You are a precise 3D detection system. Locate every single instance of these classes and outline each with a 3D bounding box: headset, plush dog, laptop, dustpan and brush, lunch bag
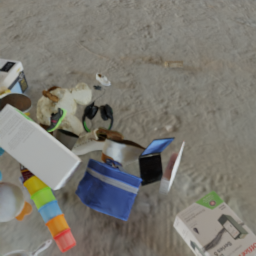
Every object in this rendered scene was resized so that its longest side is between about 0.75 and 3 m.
[{"bbox_3d":[-1.309,-0.700,12.039,1.359,2.201,1.034,5,3,6],"label":"headset"},{"bbox_3d":[-3.053,-0.792,11.681,2.297,2.146,2.675,-8,65,48],"label":"plush dog"},{"bbox_3d":[1.112,1.208,10.193,0.832,1.610,1.427,-9,-4,40],"label":"laptop"},{"bbox_3d":[-3.168,4.137,8.654,1.856,0.531,1.296,-27,52,-36],"label":"dustpan and brush"},{"bbox_3d":[-0.656,1.833,9.215,1.583,2.330,1.541,27,81,-21],"label":"lunch bag"}]

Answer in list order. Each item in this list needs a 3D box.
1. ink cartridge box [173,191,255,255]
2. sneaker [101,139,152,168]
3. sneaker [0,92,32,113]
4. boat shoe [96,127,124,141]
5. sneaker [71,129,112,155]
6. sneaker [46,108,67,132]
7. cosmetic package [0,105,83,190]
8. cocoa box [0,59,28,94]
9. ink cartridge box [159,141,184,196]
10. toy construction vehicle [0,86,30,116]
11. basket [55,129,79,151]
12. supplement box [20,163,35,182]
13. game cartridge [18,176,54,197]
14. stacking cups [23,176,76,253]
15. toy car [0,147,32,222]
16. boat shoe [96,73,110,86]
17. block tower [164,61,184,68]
[{"bbox_3d":[2.851,3.473,8.987,1.672,0.965,2.298,-26,53,-21],"label":"ink cartridge box"},{"bbox_3d":[-0.095,1.059,10.869,2.542,1.076,0.926,15,11,-46],"label":"sneaker"},{"bbox_3d":[-4.690,-0.759,10.218,0.979,0.842,2.312,-9,7,38],"label":"sneaker"},{"bbox_3d":[-0.638,0.283,9.714,1.004,0.361,0.341,15,46,16],"label":"boat shoe"},{"bbox_3d":[-1.668,0.460,11.688,2.409,1.020,0.877,-9,49,1],"label":"sneaker"},{"bbox_3d":[-2.359,-0.275,9.027,0.403,0.962,0.369,36,15,-13],"label":"sneaker"},{"bbox_3d":[-2.858,0.649,8.770,2.726,1.467,1.157,38,82,1],"label":"cosmetic package"},{"bbox_3d":[-6.263,-1.952,13.496,1.652,1.625,2.477,10,48,9],"label":"cocoa box"},{"bbox_3d":[1.574,1.377,10.109,0.355,1.416,1.632,16,35,15],"label":"ink cartridge box"},{"bbox_3d":[-4.942,-0.620,11.401,0.845,2.399,2.089,-23,3,29],"label":"toy construction vehicle"},{"bbox_3d":[-2.251,0.607,9.858,0.833,0.924,0.629,22,10,4],"label":"basket"},{"bbox_3d":[-3.390,1.562,9.665,0.424,0.991,0.547,-14,43,-12],"label":"supplement box"},{"bbox_3d":[-3.388,2.160,10.332,1.212,0.233,0.786,45,30,17],"label":"game cartridge"},{"bbox_3d":[-2.389,2.642,8.833,0.750,0.750,2.478,-29,72,-24],"label":"stacking cups"},{"bbox_3d":[-4.499,2.171,9.498,2.550,2.766,2.447,-41,39,14],"label":"toy car"},{"bbox_3d":[-1.338,-2.613,14.964,0.360,0.355,1.016,-33,55,-26],"label":"boat shoe"},{"bbox_3d":[2.631,-3.626,15.937,1.059,0.286,0.306,-2,48,-1],"label":"block tower"}]
